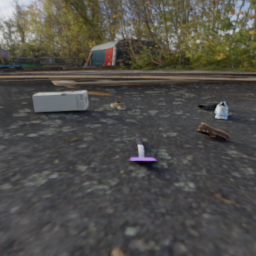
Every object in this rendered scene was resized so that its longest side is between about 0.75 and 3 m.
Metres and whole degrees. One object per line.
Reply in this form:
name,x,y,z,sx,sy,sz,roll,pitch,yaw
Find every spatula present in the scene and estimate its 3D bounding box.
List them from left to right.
spatula,0.362,0.618,8.017,0.666,0.242,2.355,1,14,-2

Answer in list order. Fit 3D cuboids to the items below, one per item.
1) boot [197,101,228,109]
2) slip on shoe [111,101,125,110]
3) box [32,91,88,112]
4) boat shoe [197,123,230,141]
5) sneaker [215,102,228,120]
boot,4.307,-1.105,14.302,1.092,0.434,1.255,-10,8,-30
slip on shoe,-0.537,-1.224,14.736,0.459,0.366,1.208,-8,17,-27
box,-3.310,-1.318,13.881,2.514,0.859,1.033,-2,14,2
boat shoe,2.825,0.209,9.343,1.081,0.380,0.380,26,69,34
sneaker,4.287,-0.863,12.691,0.601,0.695,1.603,7,16,13
